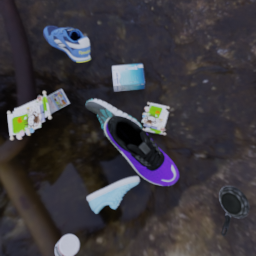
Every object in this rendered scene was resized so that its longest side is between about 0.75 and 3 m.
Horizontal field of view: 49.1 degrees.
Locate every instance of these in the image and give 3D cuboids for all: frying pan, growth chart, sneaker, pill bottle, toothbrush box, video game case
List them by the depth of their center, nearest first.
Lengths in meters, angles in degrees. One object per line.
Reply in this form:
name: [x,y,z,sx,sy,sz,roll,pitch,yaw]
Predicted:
pill bottle: [-1.600,3.087,7.197,0.518,0.893,0.518,12,55,-18]
frying pan: [2.892,2.315,7.646,0.933,0.251,1.542,17,52,-7]
sneaker: [0.401,0.674,7.720,2.683,1.334,0.933,42,78,-3]
sneaker: [-0.335,1.901,7.850,1.591,0.588,0.652,-26,77,6]
sneaker: [-0.598,-0.189,8.755,1.976,0.767,0.901,29,78,15]
growth chart: [-3.161,-0.342,8.918,1.603,0.142,1.160,-26,69,6]
growth chart: [0.854,-0.306,8.950,0.871,0.107,1.204,7,57,13]
video game case: [-2.386,-0.858,9.199,0.755,0.068,0.541,-29,92,-3]
sneaker: [-2.020,-3.018,9.367,2.119,0.872,0.784,35,49,22]
toothbrush box: [0.001,-1.696,9.472,1.046,0.446,0.766,-6,71,-2]
